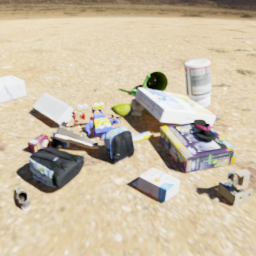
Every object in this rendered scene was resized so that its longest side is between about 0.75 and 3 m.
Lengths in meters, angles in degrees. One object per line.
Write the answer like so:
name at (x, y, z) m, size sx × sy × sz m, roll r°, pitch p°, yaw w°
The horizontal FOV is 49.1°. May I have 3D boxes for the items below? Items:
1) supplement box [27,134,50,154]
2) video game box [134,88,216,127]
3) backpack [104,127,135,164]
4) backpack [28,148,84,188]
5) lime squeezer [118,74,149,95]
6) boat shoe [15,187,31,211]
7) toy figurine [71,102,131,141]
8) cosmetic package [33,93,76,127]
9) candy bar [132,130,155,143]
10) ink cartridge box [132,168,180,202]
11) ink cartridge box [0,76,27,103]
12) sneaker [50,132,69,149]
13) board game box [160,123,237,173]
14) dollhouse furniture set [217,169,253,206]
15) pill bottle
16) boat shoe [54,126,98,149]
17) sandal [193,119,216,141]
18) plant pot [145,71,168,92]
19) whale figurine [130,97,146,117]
supplement box at (-3.096, 0.562, 9.755) m, size 0.325 × 0.419 × 0.759 m, roll 14°, pitch 31°, yaw 25°
video game box at (1.884, -0.861, 11.553) m, size 2.573 × 0.602 × 2.344 m, roll 4°, pitch 27°, yaw -28°
backpack at (-0.344, 0.480, 9.174) m, size 0.952 × 1.040 × 0.764 m, roll -22°, pitch 34°, yaw -27°
backpack at (-2.202, 1.108, 8.133) m, size 1.494 × 1.148 × 1.219 m, roll 26°, pitch 35°, yaw 19°
lime squeezer at (0.356, -2.002, 14.417) m, size 2.289 × 0.808 × 0.432 m, roll -15°, pitch 28°, yaw 47°
boat shoe at (-2.824, 1.822, 7.493) m, size 0.334 × 0.276 × 0.928 m, roll -14°, pitch 31°, yaw -25°
toy figurine at (-0.895, -0.067, 10.828) m, size 2.381 × 1.256 × 1.426 m, roll -7°, pitch 58°, yaw -22°
cosmetic package at (-3.134, -0.774, 11.834) m, size 2.089 × 0.529 × 0.862 m, roll 27°, pitch 77°, yaw 41°
candy bar at (0.239, 0.402, 10.329) m, size 1.642 × 0.182 × 0.409 m, roll -16°, pitch 32°, yaw -27°
ink cartridge box at (0.756, 1.524, 7.849) m, size 1.193 × 0.405 × 0.687 m, roll 20°, pitch 27°, yaw 36°
ink cartridge box at (-6.333, -1.893, 13.994) m, size 1.422 × 0.856 × 1.957 m, roll 25°, pitch 39°, yaw 38°
sneaker at (-2.586, 0.437, 10.045) m, size 0.539 × 0.372 × 0.969 m, roll -14°, pitch 36°, yaw -42°
board game box at (2.279, 0.577, 9.539) m, size 1.774 × 0.609 × 2.146 m, roll -9°, pitch 29°, yaw -12°
dollhouse furniture set at (2.899, 1.436, 7.473) m, size 0.642 × 0.916 × 0.645 m, roll -10°, pitch 26°, yaw -24°
pill bottle at (3.225, -2.025, 12.869) m, size 1.151 × 2.022 × 1.151 m, roll -9°, pitch 26°, yaw 4°
boat shoe at (-1.733, 0.341, 9.667) m, size 1.540 × 0.553 × 0.458 m, roll 16°, pitch 70°, yaw -5°
sandal at (2.579, -0.020, 9.622) m, size 0.591 × 0.355 × 1.574 m, roll -1°, pitch 28°, yaw -2°
plant pot at (1.380, -2.491, 14.963) m, size 1.228 × 1.228 × 1.312 m, roll -4°, pitch 17°, yaw -7°
whale figurine at (0.464, -0.854, 12.397) m, size 0.967 × 0.631 × 1.215 m, roll 5°, pitch 45°, yaw 8°
